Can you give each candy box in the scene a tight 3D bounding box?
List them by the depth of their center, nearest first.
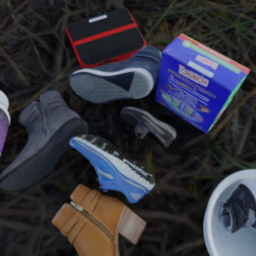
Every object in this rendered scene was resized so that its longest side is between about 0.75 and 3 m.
[{"bbox_3d":[1.795,-1.090,7.514,1.915,2.265,0.873,35,70,15],"label":"candy box"}]

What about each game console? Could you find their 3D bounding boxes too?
[{"bbox_3d":[-0.733,-3.013,9.481,2.326,0.361,2.057,-20,65,-9],"label":"game console"}]

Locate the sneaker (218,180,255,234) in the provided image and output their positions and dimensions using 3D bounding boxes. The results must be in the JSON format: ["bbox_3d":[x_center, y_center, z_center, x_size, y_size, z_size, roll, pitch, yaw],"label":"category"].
[{"bbox_3d":[2.707,2.175,6.385,1.065,0.706,1.871,-29,102,-6],"label":"sneaker"}]

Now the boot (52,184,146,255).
[{"bbox_3d":[-0.991,2.726,6.508,1.985,0.945,2.566,29,55,9],"label":"boot"}]

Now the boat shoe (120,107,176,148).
[{"bbox_3d":[0.491,-0.014,7.916,1.729,0.644,0.634,27,65,13],"label":"boat shoe"}]

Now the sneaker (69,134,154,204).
[{"bbox_3d":[-0.580,1.053,7.089,2.420,0.950,1.079,37,102,9],"label":"sneaker"}]

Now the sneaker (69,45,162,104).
[{"bbox_3d":[-0.218,-1.646,8.495,2.831,1.076,2.046,4,36,29],"label":"sneaker"}]

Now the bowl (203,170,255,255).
[{"bbox_3d":[2.815,2.423,6.380,2.730,1.227,2.730,4,66,-10],"label":"bowl"}]

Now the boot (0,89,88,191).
[{"bbox_3d":[-2.593,0.284,7.765,2.757,0.962,1.815,-40,61,-15],"label":"boot"}]

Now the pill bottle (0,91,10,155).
[{"bbox_3d":[-3.822,0.076,7.069,1.403,1.403,2.518,-6,44,-3],"label":"pill bottle"}]
